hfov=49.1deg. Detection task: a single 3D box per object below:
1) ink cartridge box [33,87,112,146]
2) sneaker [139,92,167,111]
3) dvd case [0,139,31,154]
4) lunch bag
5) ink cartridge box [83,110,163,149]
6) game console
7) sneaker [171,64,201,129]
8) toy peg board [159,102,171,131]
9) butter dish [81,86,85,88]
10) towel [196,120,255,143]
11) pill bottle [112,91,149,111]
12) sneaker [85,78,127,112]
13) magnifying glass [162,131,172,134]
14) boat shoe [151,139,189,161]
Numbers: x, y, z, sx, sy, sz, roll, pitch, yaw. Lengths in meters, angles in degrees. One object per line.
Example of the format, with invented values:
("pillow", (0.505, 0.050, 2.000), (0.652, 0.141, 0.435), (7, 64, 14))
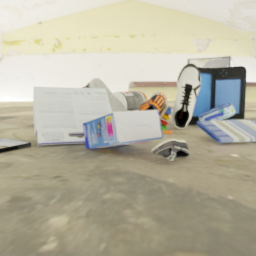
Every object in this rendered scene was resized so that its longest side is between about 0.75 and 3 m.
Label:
("ink cartridge box", (-1.844, -0.348, 9.670), (2.709, 0.551, 2.715), (-1, 47, -20))
("sneaker", (0.715, -0.579, 11.611), (0.846, 1.222, 2.181), (38, -30, 2))
("dvd case", (-3.865, 0.554, 7.916), (1.270, 0.156, 1.779), (4, 9, 30))
("lunch bag", (3.934, -0.582, 12.428), (1.483, 0.611, 1.192), (-24, -5, 36))
("ink cartridge box", (-0.292, 0.088, 7.838), (1.477, 0.826, 2.165), (-5, -3, -33))
("game console", (3.900, -1.433, 12.736), (2.334, 2.735, 1.618), (5, 7, 42))
("sneaker", (2.492, -1.258, 11.859), (1.054, 2.860, 1.144), (8, 18, 5))
("toy peg board", (1.523, -0.461, 11.743), (0.540, 1.098, 1.103), (30, 19, -4))
("butter dish", (-2.123, -0.742, 12.571), (2.103, 1.559, 2.109), (-41, 0, 35))
("towel", (3.692, 0.125, 9.487), (2.333, 0.278, 1.713), (-1, 22, -14))
("pill bottle", (-0.220, -1.289, 16.082), (2.815, 1.638, 1.638), (-8, 11, -43))
("sneaker", (-0.903, -0.865, 11.731), (0.990, 2.494, 0.978), (-28, 11, 44))
("magnifying glass", (1.234, 0.150, 10.811), (0.928, 0.104, 0.369), (4, 25, 9))
("boat shoe", (1.046, 0.543, 6.572), (1.301, 0.408, 0.473), (0, -33, -50))
